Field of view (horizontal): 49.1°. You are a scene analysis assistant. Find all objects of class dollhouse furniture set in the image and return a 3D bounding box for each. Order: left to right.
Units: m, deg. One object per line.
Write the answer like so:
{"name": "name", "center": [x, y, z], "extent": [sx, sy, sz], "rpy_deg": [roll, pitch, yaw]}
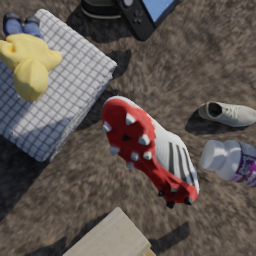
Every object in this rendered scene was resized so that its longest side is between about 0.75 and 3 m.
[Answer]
{"name": "dollhouse furniture set", "center": [0.068, 2.884, 3.597], "extent": [1.990, 2.839, 2.001], "rpy_deg": [-39, 53, -14]}

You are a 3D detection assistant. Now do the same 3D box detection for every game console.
{"name": "game console", "center": [0.595, -2.121, 3.580], "extent": [1.676, 1.444, 0.995], "rpy_deg": [-51, 44, -9]}

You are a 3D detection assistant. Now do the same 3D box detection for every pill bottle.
{"name": "pill bottle", "center": [2.013, 0.626, 5.007], "extent": [1.286, 0.722, 0.722], "rpy_deg": [14, 82, -6]}

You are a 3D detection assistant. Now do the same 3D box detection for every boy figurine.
{"name": "boy figurine", "center": [-1.834, -1.358, 5.281], "extent": [1.275, 0.661, 2.050], "rpy_deg": [-1, 52, -32]}

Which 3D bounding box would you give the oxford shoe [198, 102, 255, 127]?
{"name": "oxford shoe", "center": [2.500, -0.358, 6.932], "extent": [1.464, 0.423, 0.550], "rpy_deg": [9, 79, -1]}

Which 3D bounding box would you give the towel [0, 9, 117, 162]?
{"name": "towel", "center": [-1.968, -0.973, 6.634], "extent": [2.391, 1.236, 2.888], "rpy_deg": [36, 85, 6]}

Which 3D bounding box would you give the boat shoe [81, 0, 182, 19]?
{"name": "boat shoe", "center": [0.195, -3.614, 7.167], "extent": [2.964, 0.929, 1.084], "rpy_deg": [-12, 83, 0]}

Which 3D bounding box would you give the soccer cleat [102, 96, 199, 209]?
{"name": "soccer cleat", "center": [0.449, 0.326, 4.671], "extent": [2.418, 0.830, 1.030], "rpy_deg": [49, 40, -24]}
